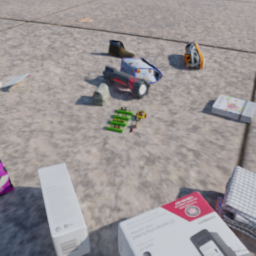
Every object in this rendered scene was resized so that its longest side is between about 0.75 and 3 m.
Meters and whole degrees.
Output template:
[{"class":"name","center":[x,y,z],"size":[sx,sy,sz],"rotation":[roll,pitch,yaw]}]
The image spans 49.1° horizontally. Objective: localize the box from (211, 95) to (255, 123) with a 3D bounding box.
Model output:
[{"class":"box","center":[4.064,-0.757,10.712],"size":[1.444,0.297,1.126],"rotation":[19,40,25]}]

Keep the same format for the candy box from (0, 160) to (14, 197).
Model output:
[{"class":"candy box","center":[-4.323,1.173,7.738],"size":[1.524,0.682,2.235],"rotation":[-25,43,-29]}]

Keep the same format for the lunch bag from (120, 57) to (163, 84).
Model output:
[{"class":"lunch bag","center":[0.613,-2.598,12.702],"size":[1.574,0.974,1.338],"rotation":[-6,35,-32]}]

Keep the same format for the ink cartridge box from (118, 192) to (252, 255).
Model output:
[{"class":"ink cartridge box","center":[1.249,2.780,5.148],"size":[1.986,1.140,2.734],"rotation":[-16,39,-20]}]

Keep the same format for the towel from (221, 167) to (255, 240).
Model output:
[{"class":"towel","center":[3.086,1.908,6.611],"size":[1.742,0.746,1.443],"rotation":[23,43,13]}]

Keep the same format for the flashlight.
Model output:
[{"class":"flashlight","center":[-0.141,-1.968,12.025],"size":[2.331,0.792,0.789],"rotation":[26,87,38]}]

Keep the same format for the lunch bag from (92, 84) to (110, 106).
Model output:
[{"class":"lunch bag","center":[-1.086,-1.347,11.201],"size":[0.545,0.656,0.782],"rotation":[11,38,14]}]

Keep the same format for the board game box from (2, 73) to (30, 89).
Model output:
[{"class":"board game box","center":[-4.903,-2.055,12.282],"size":[0.953,0.123,0.953],"rotation":[-7,34,28]}]

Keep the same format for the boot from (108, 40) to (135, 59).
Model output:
[{"class":"boot","center":[-0.378,-4.207,14.997],"size":[1.613,0.782,0.603],"rotation":[16,39,21]}]

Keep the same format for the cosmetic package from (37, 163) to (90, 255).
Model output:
[{"class":"cosmetic package","center":[-1.529,1.876,6.508],"size":[0.752,1.033,2.032],"rotation":[-13,39,-17]}]

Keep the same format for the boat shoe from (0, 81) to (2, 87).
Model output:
[{"class":"boat shoe","center":[-6.928,-2.007,11.941],"size":[2.745,0.826,0.979],"rotation":[-8,39,-11]}]

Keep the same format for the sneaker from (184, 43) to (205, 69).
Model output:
[{"class":"sneaker","center":[3.218,-3.733,14.335],"size":[0.846,0.857,2.190],"rotation":[-7,37,-2]}]

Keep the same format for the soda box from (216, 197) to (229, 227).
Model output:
[{"class":"soda box","center":[2.305,2.083,6.862],"size":[0.283,0.257,0.810],"rotation":[9,37,11]}]

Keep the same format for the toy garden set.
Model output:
[{"class":"toy garden set","center":[-0.022,-0.318,10.118],"size":[1.153,0.276,1.383],"rotation":[11,38,14]}]
